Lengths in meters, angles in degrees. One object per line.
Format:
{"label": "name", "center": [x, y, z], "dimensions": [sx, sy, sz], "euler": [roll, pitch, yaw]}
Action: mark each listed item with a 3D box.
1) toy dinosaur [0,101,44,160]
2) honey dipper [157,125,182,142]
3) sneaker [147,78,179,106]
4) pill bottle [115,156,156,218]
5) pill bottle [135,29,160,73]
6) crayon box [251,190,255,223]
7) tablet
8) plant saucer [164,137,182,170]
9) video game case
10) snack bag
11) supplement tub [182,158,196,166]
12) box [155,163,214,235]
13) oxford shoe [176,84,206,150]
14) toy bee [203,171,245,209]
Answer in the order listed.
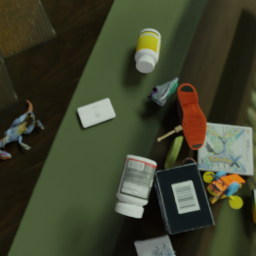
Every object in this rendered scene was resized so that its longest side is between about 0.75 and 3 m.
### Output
{"label": "toy dinosaur", "center": [-4.555, 0.272, 11.475], "dimensions": [2.059, 1.191, 2.269], "euler": [-32, 38, 0]}
{"label": "honey dipper", "center": [1.346, 0.201, 9.173], "dimensions": [0.907, 0.172, 0.172], "euler": [-29, 73, -5]}
{"label": "sneaker", "center": [1.526, -1.705, 11.885], "dimensions": [0.782, 0.665, 1.787], "euler": [29, 52, 15]}
{"label": "pill bottle", "center": [0.200, 1.739, 8.354], "dimensions": [0.950, 0.950, 1.668], "euler": [14, 79, 5]}
{"label": "pill bottle", "center": [0.842, -3.357, 12.308], "dimensions": [1.019, 1.019, 1.812], "euler": [8, 62, 3]}
{"label": "crayon box", "center": [5.111, 3.020, 10.335], "dimensions": [0.913, 0.365, 1.438], "euler": [0, 76, 7]}
{"label": "tablet", "center": [-1.348, -0.643, 11.868], "dimensions": [1.417, 0.097, 0.922], "euler": [-20, 72, -6]}
{"label": "plant saucer", "center": [1.681, 0.981, 10.648], "dimensions": [0.229, 1.471, 1.471], "euler": [21, 72, 5]}
{"label": "video game case", "center": [3.911, 0.839, 11.332], "dimensions": [2.185, 0.240, 1.991], "euler": [6, 71, 2]}
{"label": "snack bag", "center": [1.003, 4.549, 9.785], "dimensions": [1.331, 0.151, 1.412], "euler": [-17, 81, 13]}
{"label": "supplement tub", "center": [2.363, 1.450, 10.734], "dimensions": [0.522, 0.977, 0.522], "euler": [-3, 79, 15]}
{"label": "box", "center": [1.758, 2.494, 9.491], "dimensions": [1.369, 2.557, 1.897], "euler": [-13, 68, 1]}
{"label": "oxford shoe", "center": [2.541, -0.392, 11.431], "dimensions": [0.955, 0.973, 2.683], "euler": [-5, 77, -3]}
{"label": "toy bee", "center": [3.193, 2.201, 10.142], "dimensions": [2.471, 1.617, 1.343], "euler": [23, 111, -29]}
